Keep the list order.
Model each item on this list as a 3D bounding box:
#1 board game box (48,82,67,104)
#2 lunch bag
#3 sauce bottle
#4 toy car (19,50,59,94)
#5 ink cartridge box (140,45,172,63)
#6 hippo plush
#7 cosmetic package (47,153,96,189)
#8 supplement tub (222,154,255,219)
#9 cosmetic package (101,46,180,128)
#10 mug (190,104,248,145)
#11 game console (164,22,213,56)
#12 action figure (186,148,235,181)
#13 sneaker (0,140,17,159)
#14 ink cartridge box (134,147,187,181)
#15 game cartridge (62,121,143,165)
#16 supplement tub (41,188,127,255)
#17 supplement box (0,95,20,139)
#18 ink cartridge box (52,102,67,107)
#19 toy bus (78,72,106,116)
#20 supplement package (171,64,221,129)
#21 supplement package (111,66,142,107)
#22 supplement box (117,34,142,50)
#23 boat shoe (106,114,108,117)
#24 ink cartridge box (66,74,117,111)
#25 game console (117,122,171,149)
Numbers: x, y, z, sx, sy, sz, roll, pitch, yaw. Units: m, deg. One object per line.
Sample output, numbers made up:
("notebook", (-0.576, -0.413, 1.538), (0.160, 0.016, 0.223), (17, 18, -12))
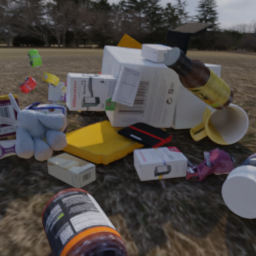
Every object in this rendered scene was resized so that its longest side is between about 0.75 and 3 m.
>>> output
("board game box", (-2.411, -1.372, 11.318), (0.763, 0.749, 1.454), (1, 0, 34))
("lunch bag", (-3.282, -0.447, 10.762), (1.778, 1.101, 1.511), (-2, 7, -7))
("sauce bottle", (2.115, -1.440, 8.361), (2.786, 0.901, 0.901), (27, 0, -37))
("toy car", (-3.110, -1.981, 9.635), (1.484, 1.397, 0.331), (-23, 23, -36))
("ink cartridge box", (1.094, -2.667, 10.016), (1.093, 0.461, 0.798), (-16, 36, -43))
("hippo plush", (-2.971, 0.238, 8.953), (2.081, 1.657, 1.673), (20, -15, -10))
("cosmetic package", (-1.519, 1.111, 7.457), (1.248, 0.444, 0.656), (15, 24, 36))
("supplement tub", (2.821, 1.230, 6.163), (1.048, 1.048, 1.494), (16, 24, 39))
("cosmetic package", (0.329, -1.658, 11.003), (2.378, 2.376, 2.882), (1, 27, -17))
("mug", (3.168, -0.326, 10.082), (1.777, 1.423, 1.459), (0, 19, 2))
("game console", (2.213, -3.327, 10.668), (0.972, 1.469, 1.670), (5, 20, -22))
("action figure", (2.095, 1.095, 7.499), (1.347, 1.003, 0.903), (-28, 1, -19))
("sneaker", (-3.822, 0.662, 8.842), (1.503, 0.563, 0.749), (-1, 4, -14))
("ink cartridge box", (0.863, 0.963, 7.725), (1.272, 0.545, 0.939), (-5, 20, -9))
("game cartridge", (-0.789, 0.424, 9.490), (2.311, 0.425, 2.621), (15, 24, 36))
("supplement tub", (-0.686, 1.839, 4.442), (1.042, 1.042, 1.949), (-9, 22, -25))
("supplement box", (-4.798, -0.313, 9.435), (1.702, 1.341, 2.599), (-15, 11, -34))
("ink cartridge box", (-3.223, -1.695, 14.767), (1.367, 0.993, 0.989), (-11, 22, -28))
("toy bus", (-1.364, -1.658, 13.208), (2.064, 1.981, 1.400), (-2, 21, 0))
("supplement package", (2.448, -1.384, 11.566), (1.833, 2.415, 1.819), (-4, 17, -15))
("supplement package", (-0.046, -1.299, 8.813), (0.646, 1.135, 0.622), (16, 5, -12))
("supplement box", (-0.183, -3.233, 13.150), (1.168, 1.734, 1.758), (32, 7, -9))
("boat shoe", (-0.104, -0.716, 12.423), (1.723, 0.620, 0.621), (4, 17, 4))
("ink cartridge box", (-1.210, -1.158, 9.222), (1.541, 1.125, 0.648), (-2, 21, -19))
("game console", (0.563, 0.241, 9.181), (1.466, 0.228, 1.297), (22, 30, 33))
